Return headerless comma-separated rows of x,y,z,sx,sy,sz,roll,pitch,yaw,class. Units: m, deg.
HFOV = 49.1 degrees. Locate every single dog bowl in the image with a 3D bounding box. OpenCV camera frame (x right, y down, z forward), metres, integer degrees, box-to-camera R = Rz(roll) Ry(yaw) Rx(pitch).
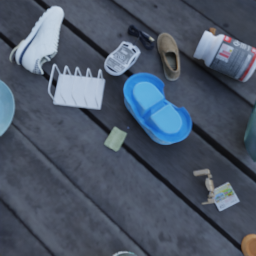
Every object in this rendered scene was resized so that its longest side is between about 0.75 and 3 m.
0.992,-0.639,10.396,1.662,0.739,2.981,-34,78,-24,dog bowl

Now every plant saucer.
4.405,-0.189,9.484,0.523,2.719,2.719,15,73,18,plant saucer
-5.693,-0.573,10.647,2.929,0.564,2.929,0,72,0,plant saucer
4.267,4.056,9.447,0.852,0.160,0.852,0,72,0,plant saucer

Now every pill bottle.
3.812,-2.817,10.931,2.256,1.307,1.307,26,75,7,pill bottle

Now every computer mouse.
-0.070,-3.026,11.430,1.389,0.556,2.534,37,71,6,computer mouse

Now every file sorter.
-1.931,-1.576,10.649,1.847,1.150,1.281,7,74,2,file sorter

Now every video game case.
3.412,2.453,9.976,0.801,0.092,0.729,-25,75,-6,video game case

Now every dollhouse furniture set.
2.696,2.084,9.818,0.501,0.587,1.132,-15,68,22,dollhouse furniture set

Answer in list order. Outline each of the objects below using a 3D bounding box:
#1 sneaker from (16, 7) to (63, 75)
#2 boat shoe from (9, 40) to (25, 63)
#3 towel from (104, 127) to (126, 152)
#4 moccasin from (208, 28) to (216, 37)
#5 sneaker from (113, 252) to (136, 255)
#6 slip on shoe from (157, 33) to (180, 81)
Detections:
-3.303,-3.549,11.397,1.174,1.115,2.917,29,81,-1,sneaker
-4.426,-3.125,11.515,0.361,0.401,1.114,25,69,12,boat shoe
-0.471,0.424,10.556,0.609,0.150,0.821,29,75,7,towel
3.557,-3.734,11.739,0.385,0.365,0.997,4,63,10,moccasin
-0.627,4.490,8.916,2.012,0.918,0.780,-11,74,-4,sneaker
1.666,-2.982,11.330,0.812,0.647,2.135,-4,73,-1,slip on shoe
